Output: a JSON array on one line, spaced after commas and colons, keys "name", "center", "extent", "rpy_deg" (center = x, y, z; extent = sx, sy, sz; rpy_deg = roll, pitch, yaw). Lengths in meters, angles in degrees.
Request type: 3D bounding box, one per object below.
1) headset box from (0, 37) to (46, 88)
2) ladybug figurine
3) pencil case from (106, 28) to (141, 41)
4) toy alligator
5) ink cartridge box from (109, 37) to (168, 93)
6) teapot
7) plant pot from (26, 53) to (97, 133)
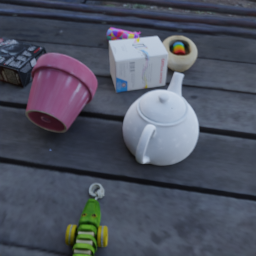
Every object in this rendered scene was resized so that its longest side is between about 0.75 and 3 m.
[{"name": "headset box", "center": [-4.671, -2.677, 11.156], "extent": [2.320, 0.896, 1.727], "rpy_deg": [16, 48, 16]}, {"name": "ladybug figurine", "center": [2.065, -3.031, 11.560], "extent": [1.459, 0.773, 2.149], "rpy_deg": [3, 48, 4]}, {"name": "pencil case", "center": [-0.207, -4.133, 12.712], "extent": [1.529, 0.676, 0.676], "rpy_deg": [13, 48, 13]}, {"name": "toy alligator", "center": [-0.963, 2.401, 6.524], "extent": [0.947, 0.687, 2.858], "rpy_deg": [1, 47, 0]}, {"name": "ink cartridge box", "center": [0.350, -2.409, 10.539], "extent": [1.932, 1.422, 1.397], "rpy_deg": [-9, 47, -9]}, {"name": "teapot", "center": [0.952, -0.216, 8.212], "extent": [2.456, 1.817, 2.488], "rpy_deg": [-15, 49, -14]}, {"name": "plant pot", "center": [-2.248, -0.968, 8.949], "extent": [2.094, 2.094, 1.874], "rpy_deg": [12, 64, 11]}]
